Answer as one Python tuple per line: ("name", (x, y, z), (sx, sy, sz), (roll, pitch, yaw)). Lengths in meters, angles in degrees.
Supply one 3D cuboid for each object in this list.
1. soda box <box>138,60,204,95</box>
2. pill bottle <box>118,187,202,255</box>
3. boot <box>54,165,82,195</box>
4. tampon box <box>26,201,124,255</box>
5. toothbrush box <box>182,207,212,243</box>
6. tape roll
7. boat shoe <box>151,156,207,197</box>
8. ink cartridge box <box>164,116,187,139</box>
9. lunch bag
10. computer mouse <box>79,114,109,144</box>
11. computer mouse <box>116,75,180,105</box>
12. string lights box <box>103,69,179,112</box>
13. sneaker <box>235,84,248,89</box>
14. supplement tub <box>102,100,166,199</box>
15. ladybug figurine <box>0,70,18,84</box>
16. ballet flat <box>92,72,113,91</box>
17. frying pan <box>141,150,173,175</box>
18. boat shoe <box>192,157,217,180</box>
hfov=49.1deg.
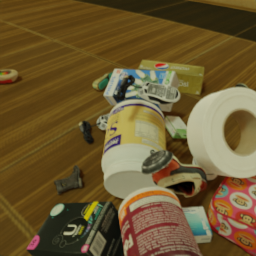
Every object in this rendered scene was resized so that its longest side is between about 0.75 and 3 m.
("soda box", (1.955, -2.348, 12.914), (2.924, 0.990, 0.936), (9, 39, 11))
("pill bottle", (0.596, 2.251, 4.891), (1.300, 1.300, 2.277), (-6, 31, -7))
("boot", (-1.855, 1.557, 8.529), (0.809, 0.322, 0.929), (-10, 42, -13))
("tampon box", (-1.017, 2.400, 6.017), (1.662, 1.049, 1.245), (-12, 30, 30))
("toothbrush box", (1.733, 2.514, 7.278), (0.629, 0.367, 0.860), (-3, 38, -4))
("tape roll", (2.725, 0.143, 7.287), (2.306, 2.306, 0.806), (-15, 1, -19))
("boat shoe", (1.404, 1.362, 7.125), (0.898, 2.522, 0.789), (-37, 51, 20))
("ink cartridge box", (1.805, 0.079, 10.084), (0.619, 0.354, 1.192), (3, 39, -30))
("lunch bag", (3.525, 2.145, 7.195), (2.532, 1.037, 2.230), (26, 44, 29))
("computer mouse", (-0.745, -0.129, 10.582), (2.162, 0.474, 1.185), (-20, 38, -15))
("computer mouse", (0.535, -0.882, 7.213), (1.571, 0.345, 0.861), (15, 51, 5))
("string lights box", (0.465, -1.383, 10.082), (2.427, 0.716, 1.247), (8, 66, 28))
("sneaker", (4.898, -1.509, 12.250), (0.699, 0.492, 1.317), (-7, 40, -13))
("supplement tub", (0.198, 0.620, 8.272), (1.843, 1.843, 2.535), (2, 48, 3))
("ladybug figurine", (-5.960, -2.443, 13.456), (1.304, 0.469, 0.885), (-6, 38, -7))
("ballet flat", (-1.042, -2.270, 13.220), (0.592, 0.592, 1.674), (25, 45, 28))
("frying pan", (0.644, 0.593, 6.025), (0.755, 0.203, 1.248), (-26, 15, 26))
("boat shoe", (2.624, 0.652, 9.298), (0.873, 0.776, 2.374), (6, 39, 8))
